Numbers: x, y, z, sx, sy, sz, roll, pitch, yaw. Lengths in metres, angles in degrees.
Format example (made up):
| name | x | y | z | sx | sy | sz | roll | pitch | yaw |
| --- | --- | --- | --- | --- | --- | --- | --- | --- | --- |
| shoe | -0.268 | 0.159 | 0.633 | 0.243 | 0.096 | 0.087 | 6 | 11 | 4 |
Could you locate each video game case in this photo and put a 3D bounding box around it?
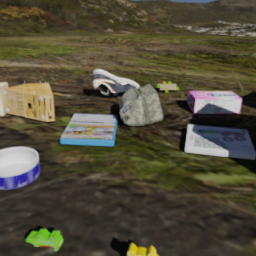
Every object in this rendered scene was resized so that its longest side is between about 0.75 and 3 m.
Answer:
| name | x | y | z | sx | sy | sz | roll | pitch | yaw |
| --- | --- | --- | --- | --- | --- | --- | --- | --- | --- |
| video game case | -1.111 | 0.014 | 8.560 | 1.470 | 0.183 | 2.054 | 3 | 22 | 0 |
| video game case | 2.499 | 0.346 | 7.804 | 1.745 | 0.207 | 1.588 | 6 | 23 | 12 |

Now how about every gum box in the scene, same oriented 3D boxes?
| name | x | y | z | sx | sy | sz | roll | pitch | yaw |
| --- | --- | --- | --- | --- | --- | --- | --- | --- | --- |
| gum box | 3.132 | -0.960 | 10.432 | 1.773 | 0.586 | 1.006 | 0 | 23 | -1 |

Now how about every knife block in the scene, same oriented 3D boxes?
| name | x | y | z | sx | sy | sz | roll | pitch | yaw |
| --- | --- | --- | --- | --- | --- | --- | --- | --- | --- |
| knife block | -3.233 | -1.165 | 10.479 | 2.778 | 0.889 | 2.438 | 11 | 23 | 24 |

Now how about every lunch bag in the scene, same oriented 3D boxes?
| name | x | y | z | sx | sy | sz | roll | pitch | yaw |
| --- | --- | --- | --- | --- | --- | --- | --- | --- | --- |
| lunch bag | 0.348 | -0.715 | 9.343 | 1.318 | 1.095 | 1.571 | -18 | 22 | 2 |

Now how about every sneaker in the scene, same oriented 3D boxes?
| name | x | y | z | sx | sy | sz | roll | pitch | yaw |
| --- | --- | --- | --- | --- | --- | --- | --- | --- | --- |
| sneaker | -0.545 | -1.699 | 11.915 | 2.169 | 0.861 | 0.851 | 15 | -20 | -26 |

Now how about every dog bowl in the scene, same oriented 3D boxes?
| name | x | y | z | sx | sy | sz | roll | pitch | yaw |
| --- | --- | --- | --- | --- | --- | --- | --- | --- | --- |
| dog bowl | -2.568 | 0.870 | 6.229 | 1.139 | 0.449 | 1.139 | 0 | 23 | 0 |

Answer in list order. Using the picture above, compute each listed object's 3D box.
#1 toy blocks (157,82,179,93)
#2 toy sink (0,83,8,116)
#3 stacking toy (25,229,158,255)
| name | x | y | z | sx | sy | sz | roll | pitch | yaw |
| --- | --- | --- | --- | --- | --- | --- | --- | --- | --- |
| toy blocks | 1.772 | -1.904 | 13.003 | 0.996 | 0.498 | 0.681 | -2 | 12 | -7 |
| toy sink | -5.188 | -1.042 | 10.072 | 1.601 | 1.043 | 0.897 | -1 | 23 | 0 |
| stacking toy | -0.694 | 2.055 | 3.451 | 2.062 | 0.484 | 1.555 | 4 | 21 | 14 |
